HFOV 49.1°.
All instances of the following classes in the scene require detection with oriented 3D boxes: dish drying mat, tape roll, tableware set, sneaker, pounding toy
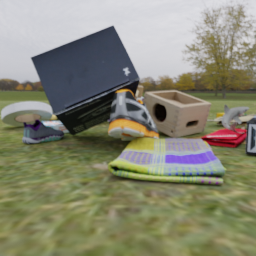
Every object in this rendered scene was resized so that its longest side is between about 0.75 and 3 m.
[{"bbox_3d":[2.725,0.216,7.682,0.899,0.213,2.342,4,8,30],"label":"dish drying mat"},{"bbox_3d":[-3.634,-0.472,10.112,1.752,0.320,1.752,-11,-14,-3],"label":"tape roll"},{"bbox_3d":[3.968,-0.201,10.402,1.245,0.377,1.883,-13,7,-17],"label":"tableware set"},{"bbox_3d":[0.191,-0.191,6.808,0.985,0.972,2.516,-4,-9,10],"label":"sneaker"},{"bbox_3d":[-2.197,0.055,7.444,0.503,0.592,1.352,4,8,26],"label":"sneaker"},{"bbox_3d":[0.915,-0.555,8.867,2.107,1.097,2.399,-10,27,-39],"label":"pounding toy"}]

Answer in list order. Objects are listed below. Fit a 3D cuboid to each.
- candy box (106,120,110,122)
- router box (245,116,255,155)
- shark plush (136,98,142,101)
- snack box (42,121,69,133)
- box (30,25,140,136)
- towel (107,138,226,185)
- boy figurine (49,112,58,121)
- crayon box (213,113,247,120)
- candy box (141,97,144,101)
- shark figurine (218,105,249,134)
[{"bbox_3d":[-0.884,-0.778,13.531,1.758,0.750,2.096,-6,9,-39],"label":"candy box"},{"bbox_3d":[3.957,0.127,6.298,2.164,0.719,2.752,4,8,29],"label":"router box"},{"bbox_3d":[0.653,-0.613,11.688,2.923,1.328,1.217,-15,-15,-48],"label":"shark plush"},{"bbox_3d":[-2.436,-0.038,9.464,0.888,0.284,1.528,-3,8,-21],"label":"snack box"},{"bbox_3d":[-0.986,-1.028,7.288,2.058,1.451,2.781,-24,-9,-9],"label":"box"},{"bbox_3d":[0.713,0.498,5.144,1.793,0.284,2.497,2,7,11],"label":"towel"},{"bbox_3d":[-3.699,-0.542,12.927,0.845,0.438,1.360,9,7,17],"label":"boy figurine"},{"bbox_3d":[4.714,-0.502,13.040,0.832,0.333,1.310,-6,9,-42],"label":"crayon box"},{"bbox_3d":[-0.178,-1.457,14.938,1.698,1.158,0.518,29,13,14],"label":"candy box"},{"bbox_3d":[2.826,-0.333,7.860,0.869,0.607,1.454,-5,25,33],"label":"shark figurine"}]
